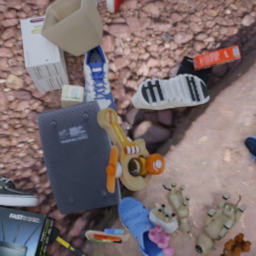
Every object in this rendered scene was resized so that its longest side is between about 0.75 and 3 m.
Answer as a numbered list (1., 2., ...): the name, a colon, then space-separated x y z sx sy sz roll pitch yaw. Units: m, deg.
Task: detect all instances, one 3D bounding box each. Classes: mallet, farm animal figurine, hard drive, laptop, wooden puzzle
1. mallet: -1.707 3.264 7.649 1.302 0.268 0.429 37 71 12
2. farm animal figurine: 1.777 2.637 7.463 2.497 1.255 2.016 9 44 7
3. hard drive: -1.327 0.822 7.866 1.951 0.612 2.893 -13 91 7
4. laptop: 2.339 -1.900 10.038 1.135 0.661 1.280 21 42 8
5. wooden puzzle: -0.485 2.682 6.831 1.120 1.661 0.194 0 62 5

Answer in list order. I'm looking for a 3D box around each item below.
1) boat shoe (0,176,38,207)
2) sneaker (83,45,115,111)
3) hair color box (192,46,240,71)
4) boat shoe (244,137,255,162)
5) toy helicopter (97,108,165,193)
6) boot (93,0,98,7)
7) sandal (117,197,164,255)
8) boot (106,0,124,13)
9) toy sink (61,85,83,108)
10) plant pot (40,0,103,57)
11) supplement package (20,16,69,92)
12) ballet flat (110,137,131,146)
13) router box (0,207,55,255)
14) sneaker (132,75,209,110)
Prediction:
1. boat shoe: -3.665 1.755 7.978 2.317 0.835 0.822 7 71 5
2. sneaker: -1.076 -1.535 9.250 1.041 1.219 2.765 -10 67 -6
3. hair color box: 2.896 -2.294 9.287 1.371 0.696 0.420 -14 93 5
4. boat shoe: 4.150 0.938 8.442 0.555 0.681 1.618 -39 69 -20
5. toy helicopter: -0.189 0.621 7.528 1.611 0.961 2.436 -36 102 -36
6. boot: -1.717 -4.583 10.503 1.065 1.384 2.895 2 66 1
7. sandal: 0.450 2.766 7.500 0.854 0.936 2.150 -34 68 -12
8. boot: 0.251 -5.636 11.226 2.020 1.014 2.800 11 63 3
9. toy sink: -1.788 -1.013 9.006 0.670 1.028 0.576 4 80 -10
10. plant pot: -1.607 -3.222 8.808 1.542 1.367 1.544 -21 49 23
11. supplement package: -2.798 -2.486 9.491 1.082 1.520 1.951 -13 67 -5
12. ballet flat: -1.221 0.276 8.732 2.924 1.049 1.049 21 68 6
13. router box: -3.315 3.036 7.330 2.358 0.733 1.767 6 65 10
14. sneaker: 1.379 -1.068 9.040 2.728 1.106 1.025 -4 77 -25
